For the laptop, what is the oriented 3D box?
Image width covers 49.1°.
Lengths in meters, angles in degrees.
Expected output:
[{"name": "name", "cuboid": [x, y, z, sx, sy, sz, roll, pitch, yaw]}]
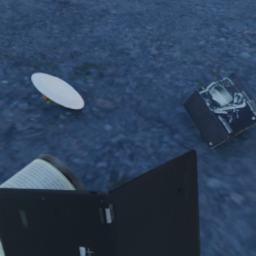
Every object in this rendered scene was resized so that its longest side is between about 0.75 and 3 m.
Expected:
[{"name": "laptop", "cuboid": [-0.317, 1.957, 4.844, 2.980, 2.790, 1.727, -2, 16, 16]}]

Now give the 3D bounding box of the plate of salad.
[{"name": "plate of salad", "cuboid": [-2.397, -1.191, 9.509, 1.934, 0.464, 1.934, 32, 20, -13]}]

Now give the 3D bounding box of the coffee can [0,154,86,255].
[{"name": "coffee can", "cuboid": [-2.126, 1.872, 5.594, 1.704, 1.704, 2.329, 27, 49, 27]}]

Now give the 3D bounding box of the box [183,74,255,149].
[{"name": "box", "cuboid": [2.839, -0.521, 8.386, 1.607, 1.013, 1.635, -25, 75, -23]}]
